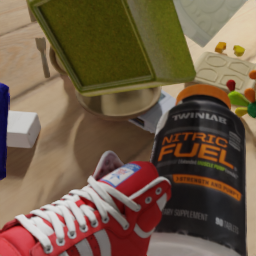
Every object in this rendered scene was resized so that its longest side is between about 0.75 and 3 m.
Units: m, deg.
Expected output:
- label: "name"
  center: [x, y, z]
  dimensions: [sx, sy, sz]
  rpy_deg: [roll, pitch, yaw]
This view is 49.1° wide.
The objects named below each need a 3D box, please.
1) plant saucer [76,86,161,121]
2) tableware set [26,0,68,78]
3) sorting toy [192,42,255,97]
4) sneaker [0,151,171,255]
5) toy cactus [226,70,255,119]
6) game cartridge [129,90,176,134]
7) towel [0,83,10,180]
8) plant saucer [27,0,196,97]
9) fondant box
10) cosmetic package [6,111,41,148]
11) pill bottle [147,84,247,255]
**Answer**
- label: "plant saucer"
  center: [-0.257, -0.968, 7.622]
  dimensions: [2.297, 0.338, 2.297]
  rpy_deg: [0, 45, 0]
- label: "tableware set"
  center: [-1.412, -2.369, 6.549]
  dimensions: [1.536, 2.324, 0.466]
  rpy_deg: [-25, 30, -35]
- label: "sorting toy"
  center: [3.241, -1.992, 9.205]
  dimensions: [2.050, 0.368, 2.752]
  rpy_deg: [19, 47, 24]
- label: "sneaker"
  center: [-0.372, 0.697, 2.152]
  dimensions: [0.725, 2.035, 1.144]
  rpy_deg: [24, 92, 36]
- label: "toy cactus"
  center: [3.879, -0.399, 7.164]
  dimensions: [2.654, 1.357, 2.190]
  rpy_deg: [8, 64, 4]
- label: "game cartridge"
  center: [0.373, -0.718, 7.859]
  dimensions: [2.062, 0.421, 1.372]
  rpy_deg: [31, 48, 27]
- label: "towel"
  center: [-1.826, -0.066, 2.599]
  dimensions: [1.418, 1.047, 0.351]
  rpy_deg: [11, 22, -5]
- label: "plant saucer"
  center: [-0.402, -1.367, 4.100]
  dimensions: [2.229, 2.232, 0.534]
  rpy_deg: [-3, 38, 36]
- label: "fondant box"
  center: [1.575, -2.865, 5.320]
  dimensions: [1.561, 2.164, 0.630]
  rpy_deg: [25, 34, -27]
- label: "cosmetic package"
  center: [-3.070, 0.007, 6.984]
  dimensions: [1.521, 0.542, 0.772]
  rpy_deg: [4, 45, 4]
- label: "pill bottle"
  center: [1.001, 0.562, 4.157]
  dimensions: [1.390, 1.390, 2.618]
  rpy_deg: [9, 54, 9]
